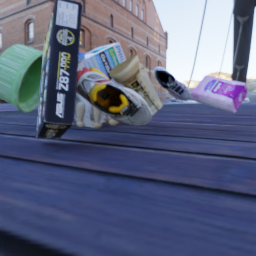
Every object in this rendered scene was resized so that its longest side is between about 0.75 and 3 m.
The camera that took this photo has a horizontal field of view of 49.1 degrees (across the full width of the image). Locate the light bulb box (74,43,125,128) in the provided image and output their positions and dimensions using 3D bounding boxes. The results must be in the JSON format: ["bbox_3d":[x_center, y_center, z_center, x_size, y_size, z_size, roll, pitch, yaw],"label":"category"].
[{"bbox_3d":[-1.223,-1.726,11.231,2.529,2.507,1.578,-36,26,-28],"label":"light bulb box"}]

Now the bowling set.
[{"bbox_3d":[-0.942,-0.458,10.012,1.626,0.873,1.132,6,10,20],"label":"bowling set"}]

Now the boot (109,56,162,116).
[{"bbox_3d":[0.347,-1.277,9.308,0.969,2.069,2.662,-26,12,12],"label":"boot"}]

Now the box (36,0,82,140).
[{"bbox_3d":[-1.653,-1.203,6.540,0.664,2.704,2.180,5,-12,-20],"label":"box"}]

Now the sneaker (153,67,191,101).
[{"bbox_3d":[1.537,-1.461,9.796,1.684,0.654,1.178,36,15,-3],"label":"sneaker"}]

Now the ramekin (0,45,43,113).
[{"bbox_3d":[-3.789,-1.845,10.194,1.145,2.344,2.344,25,10,5],"label":"ramekin"}]

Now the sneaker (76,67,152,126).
[{"bbox_3d":[-0.250,-0.554,7.016,2.454,0.955,1.008,23,16,-42],"label":"sneaker"}]

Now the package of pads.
[{"bbox_3d":[2.849,-1.098,8.845,1.515,0.913,0.573,25,-20,41],"label":"package of pads"}]

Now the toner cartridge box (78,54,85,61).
[{"bbox_3d":[-1.959,-2.482,9.875,0.514,0.234,1.083,-18,22,-27],"label":"toner cartridge box"}]
